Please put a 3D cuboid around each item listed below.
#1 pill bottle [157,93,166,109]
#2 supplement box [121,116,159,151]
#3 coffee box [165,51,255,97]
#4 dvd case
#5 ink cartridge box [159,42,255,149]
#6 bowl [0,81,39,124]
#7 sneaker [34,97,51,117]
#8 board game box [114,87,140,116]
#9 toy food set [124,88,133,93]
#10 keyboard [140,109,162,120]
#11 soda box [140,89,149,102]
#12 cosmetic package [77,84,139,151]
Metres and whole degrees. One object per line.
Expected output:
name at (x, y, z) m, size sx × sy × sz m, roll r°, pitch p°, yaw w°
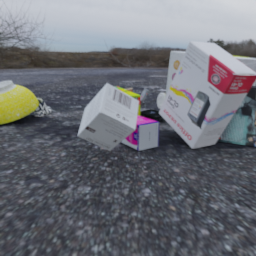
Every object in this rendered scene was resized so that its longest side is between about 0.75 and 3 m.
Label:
pill bottle at (2.387, -1.372, 14.782) m, size 1.570 × 0.871 × 0.871 m, roll 1°, pitch 14°, yaw -24°
supplement box at (0.198, 0.088, 9.764) m, size 0.893 × 0.874 × 1.728 m, roll -9°, pitch 17°, yaw -33°
coffee box at (3.689, -1.894, 12.715) m, size 2.840 × 2.836 × 2.809 m, roll -9°, pitch 23°, yaw -35°
dvd case at (4.187, -0.383, 9.350) m, size 2.811 × 2.052 × 0.309 m, roll 7°, pitch 13°, yaw 25°
ink cartridge box at (2.448, -1.054, 9.175) m, size 1.223 × 2.856 × 2.108 m, roll -6°, pitch 42°, yaw -34°
bowl at (-5.537, -1.328, 12.732) m, size 2.551 × 1.373 × 2.551 m, roll -10°, pitch 28°, yaw 6°
sneaker at (-4.306, -1.129, 14.098) m, size 0.547 × 0.892 × 1.371 m, roll 5°, pitch 16°, yaw 16°
board game box at (-0.302, -0.907, 12.270) m, size 0.678 × 1.447 × 2.849 m, roll -7°, pitch 17°, yaw -19°
toy food set at (0.051, -1.893, 15.803) m, size 0.601 × 1.021 × 0.334 m, roll -4°, pitch -24°, yaw -8°
keyboard at (0.942, -0.589, 13.169) m, size 1.286 × 0.208 × 2.024 m, roll -13°, pitch 13°, yaw -16°
soda box at (0.967, -1.985, 17.004) m, size 0.240 × 0.758 × 0.259 m, roll 37°, pitch 14°, yaw 35°
cosmetic package at (-0.572, -0.273, 8.099) m, size 1.143 × 1.386 × 1.144 m, roll 27°, pitch 47°, yaw -21°
